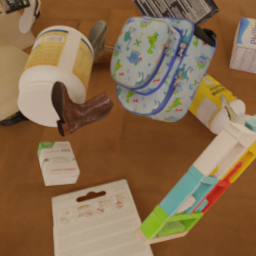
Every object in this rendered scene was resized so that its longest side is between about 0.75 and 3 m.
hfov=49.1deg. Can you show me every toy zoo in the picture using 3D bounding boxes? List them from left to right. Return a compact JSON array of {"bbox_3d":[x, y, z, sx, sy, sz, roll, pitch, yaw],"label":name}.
[{"bbox_3d":[1.541,0.964,5.225,2.920,1.916,0.299,-52,56,10],"label":"toy zoo"}]

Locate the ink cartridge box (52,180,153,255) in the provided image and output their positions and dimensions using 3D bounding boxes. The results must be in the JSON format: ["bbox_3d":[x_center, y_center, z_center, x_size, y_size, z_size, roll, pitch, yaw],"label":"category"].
[{"bbox_3d":[-0.732,2.733,7.058,2.218,0.686,2.735,-13,38,-9],"label":"ink cartridge box"}]

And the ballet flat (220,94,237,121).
[{"bbox_3d":[2.592,-0.522,7.390,0.239,0.258,0.765,-31,86,4],"label":"ballet flat"}]

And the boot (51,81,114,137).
[{"bbox_3d":[-0.684,-0.439,4.535,1.057,0.986,0.340,-27,48,-35],"label":"boot"}]

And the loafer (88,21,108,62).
[{"bbox_3d":[-0.923,-2.508,8.243,0.486,1.395,0.524,3,52,-36],"label":"loafer"}]

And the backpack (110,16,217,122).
[{"bbox_3d":[0.643,-1.479,6.992,1.787,2.431,2.225,6,18,-39],"label":"backpack"}]

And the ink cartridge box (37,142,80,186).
[{"bbox_3d":[-1.477,0.733,5.878,0.658,0.379,0.902,1,42,-31],"label":"ink cartridge box"}]

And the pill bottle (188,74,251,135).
[{"bbox_3d":[2.902,-0.635,9.147,1.326,1.326,2.367,-27,57,-20],"label":"pill bottle"}]

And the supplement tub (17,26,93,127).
[{"bbox_3d":[-1.367,-0.994,5.411,1.220,1.220,1.687,3,54,2],"label":"supplement tub"}]

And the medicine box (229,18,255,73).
[{"bbox_3d":[5.484,-3.266,11.354,2.289,1.178,2.085,15,52,11],"label":"medicine box"}]

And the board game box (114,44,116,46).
[{"bbox_3d":[-0.318,-3.366,12.138,0.441,0.099,0.842,-7,52,-8],"label":"board game box"}]

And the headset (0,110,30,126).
[{"bbox_3d":[-3.660,-1.025,9.610,2.326,1.093,1.436,-27,56,-7],"label":"headset"}]

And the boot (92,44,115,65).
[{"bbox_3d":[-1.561,-2.672,11.173,2.932,1.079,1.106,0,70,5],"label":"boot"}]

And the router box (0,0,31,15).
[{"bbox_3d":[-3.184,-3.672,7.584,0.730,0.975,0.303,-23,25,-10],"label":"router box"}]

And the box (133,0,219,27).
[{"bbox_3d":[1.406,-3.569,8.174,1.749,1.735,1.078,55,29,-4],"label":"box"}]

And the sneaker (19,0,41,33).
[{"bbox_3d":[-3.537,-4.080,10.245,0.522,1.330,0.528,38,29,9],"label":"sneaker"}]

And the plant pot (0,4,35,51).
[{"bbox_3d":[-5.331,-4.295,11.922,1.803,1.599,1.806,36,59,25],"label":"plant pot"}]

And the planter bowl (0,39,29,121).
[{"bbox_3d":[-3.048,-1.079,6.552,2.258,1.520,2.258,-27,17,9],"label":"planter bowl"}]
